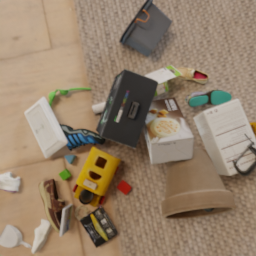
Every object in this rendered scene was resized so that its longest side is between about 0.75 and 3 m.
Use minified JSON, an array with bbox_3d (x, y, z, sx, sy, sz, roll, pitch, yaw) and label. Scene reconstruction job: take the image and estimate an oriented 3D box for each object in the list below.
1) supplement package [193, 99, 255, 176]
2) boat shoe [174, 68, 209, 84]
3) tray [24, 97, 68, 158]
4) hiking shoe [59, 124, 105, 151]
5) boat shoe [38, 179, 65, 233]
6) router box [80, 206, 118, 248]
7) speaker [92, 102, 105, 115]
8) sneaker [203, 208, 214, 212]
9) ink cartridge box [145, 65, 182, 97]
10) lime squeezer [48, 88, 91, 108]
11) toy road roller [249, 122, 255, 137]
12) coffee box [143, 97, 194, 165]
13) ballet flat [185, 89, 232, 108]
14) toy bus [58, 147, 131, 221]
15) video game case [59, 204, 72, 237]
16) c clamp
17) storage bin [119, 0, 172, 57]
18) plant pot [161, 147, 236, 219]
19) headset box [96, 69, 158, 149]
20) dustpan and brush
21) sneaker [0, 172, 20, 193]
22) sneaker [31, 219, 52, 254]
[{"bbox_3d":[3.807,0.411,10.793,1.485,1.480,2.531,-20,84,-4],"label":"supplement package"},{"bbox_3d":[2.648,-2.242,11.607,1.455,0.503,0.536,13,83,2],"label":"boat shoe"},{"bbox_3d":[-3.359,-0.033,11.121,1.207,0.249,2.249,-35,73,16],"label":"tray"},{"bbox_3d":[-1.983,0.499,11.163,2.213,0.823,0.959,11,83,13],"label":"hiking shoe"},{"bbox_3d":[-2.810,2.990,10.901,0.744,0.746,2.069,-21,78,-2],"label":"boat shoe"},{"bbox_3d":[-1.141,3.853,10.924,0.986,0.327,1.254,-31,89,-4],"label":"router box"},{"bbox_3d":[-1.007,-0.861,11.514,0.912,0.370,0.370,-18,84,-3],"label":"speaker"},{"bbox_3d":[2.476,2.350,10.535,0.649,0.884,1.954,-38,75,25],"label":"sneaker"},{"bbox_3d":[1.374,-1.903,11.299,1.378,1.018,0.522,-23,129,-8],"label":"ink cartridge box"},{"bbox_3d":[-2.721,-1.270,11.526,2.356,0.444,0.832,-35,85,-4],"label":"lime squeezer"},{"bbox_3d":[5.173,0.038,11.197,0.982,0.717,0.604,-10,81,-4],"label":"toy road roller"},{"bbox_3d":[1.338,0.027,10.339,1.462,2.556,1.019,-7,128,-1],"label":"coffee box"},{"bbox_3d":[3.205,-1.257,11.366,1.962,0.706,0.706,-7,83,-13],"label":"ballet flat"},{"bbox_3d":[-1.319,2.028,10.659,2.502,1.370,2.651,-21,84,-2],"label":"toy bus"},{"bbox_3d":[-2.364,3.502,10.687,0.112,0.922,1.012,6,87,7],"label":"video game case"},{"bbox_3d":[4.154,1.030,9.915,1.084,0.172,1.269,40,82,-2],"label":"c clamp"},{"bbox_3d":[0.798,-4.045,11.449,1.370,1.485,2.040,34,84,-7],"label":"storage bin"},{"bbox_3d":[2.392,2.025,10.335,2.613,2.613,2.279,-5,64,-1],"label":"plant pot"},{"bbox_3d":[-0.139,-0.687,10.061,1.259,2.713,2.362,20,89,-11],"label":"headset box"},{"bbox_3d":[-4.354,4.417,10.953,1.239,0.355,0.865,29,93,10],"label":"dustpan and brush"},{"bbox_3d":[-5.052,2.084,11.140,1.525,0.571,0.760,14,73,-5],"label":"sneaker"},{"bbox_3d":[-3.475,4.209,10.928,0.570,0.484,1.287,23,77,15],"label":"sneaker"}]
